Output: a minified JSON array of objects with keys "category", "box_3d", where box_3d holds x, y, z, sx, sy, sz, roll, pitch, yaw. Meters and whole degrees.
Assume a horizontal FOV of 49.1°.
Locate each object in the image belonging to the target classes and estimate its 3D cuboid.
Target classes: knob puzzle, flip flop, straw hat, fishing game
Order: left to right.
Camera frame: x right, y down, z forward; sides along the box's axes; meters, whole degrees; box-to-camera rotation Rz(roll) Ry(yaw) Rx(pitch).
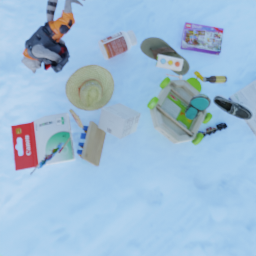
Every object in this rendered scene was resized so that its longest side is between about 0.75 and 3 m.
[{"category":"fishing game","box_3d":[-2.233,0.747,8.006,1.450,1.039,0.225,-34,106,32]},{"category":"knob puzzle","box_3d":[-1.684,-0.326,9.344,0.121,0.869,0.869,-34,79,-18]},{"category":"straw hat","box_3d":[-1.298,-1.197,9.770,1.879,1.879,0.795,-14,36,-3]},{"category":"flip flop","box_3d":[1.293,-2.501,9.834,1.951,0.562,0.791,37,115,2]}]

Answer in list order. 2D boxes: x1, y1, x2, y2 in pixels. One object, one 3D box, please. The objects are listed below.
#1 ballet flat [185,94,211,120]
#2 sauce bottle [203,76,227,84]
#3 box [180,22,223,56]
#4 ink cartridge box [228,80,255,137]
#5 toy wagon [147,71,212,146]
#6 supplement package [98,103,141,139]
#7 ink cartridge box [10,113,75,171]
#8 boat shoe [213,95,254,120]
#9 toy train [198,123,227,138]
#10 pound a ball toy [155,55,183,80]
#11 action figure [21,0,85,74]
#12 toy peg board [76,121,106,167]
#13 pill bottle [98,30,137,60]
[{"category":"ballet flat","box_3d":[2.306,-0.812,9.169,0.621,1.673,0.621,3,73,-10]},{"category":"sauce bottle","box_3d":[2.959,-1.655,9.572,0.867,0.280,0.280,-2,76,-21]},{"category":"box","box_3d":[2.962,-3.572,11.228,1.581,0.309,1.082,11,77,3]},{"category":"ink cartridge box","box_3d":[5.008,-0.897,10.413,1.807,0.367,1.803,-32,79,3]},{"category":"toy wagon","box_3d":[2.000,-0.837,10.083,2.268,0.578,2.923,38,62,-11]},{"category":"supplement package","box_3d":[-0.298,-0.259,9.741,1.001,1.047,0.770,28,118,25]},{"category":"ink cartridge box","box_3d":[-3.132,0.492,10.125,2.211,0.554,1.780,-10,77,-6]},{"category":"boat shoe","box_3d":[3.762,-0.671,10.152,1.546,0.557,0.548,28,33,19]},{"category":"toy train","box_3d":[3.049,0.105,10.386,1.323,0.226,0.303,-21,74,-6]},{"category":"pound a ball toy","box_3d":[1.388,-1.980,9.134,0.972,0.413,0.634,10,97,-7]},{"category":"action figure","box_3d":[-2.505,-3.036,8.943,1.487,2.842,2.749,31,100,-33]},{"category":"toy peg board","box_3d":[-1.406,0.559,9.776,0.637,1.298,1.303,5,72,19]},{"category":"pill bottle","box_3d":[-0.396,-3.268,10.917,1.398,0.784,0.784,-24,78,-6]}]
